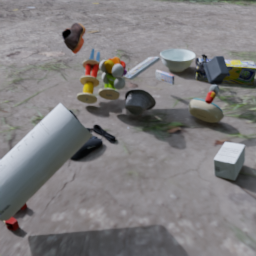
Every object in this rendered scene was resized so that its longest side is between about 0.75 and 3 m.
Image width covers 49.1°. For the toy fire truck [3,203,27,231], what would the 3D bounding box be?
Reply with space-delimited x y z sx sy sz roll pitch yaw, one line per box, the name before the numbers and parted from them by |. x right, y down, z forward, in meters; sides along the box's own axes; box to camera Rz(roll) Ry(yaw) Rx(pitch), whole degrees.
toy fire truck | -2.840 1.940 6.677 1.019 0.248 0.719 17 37 23

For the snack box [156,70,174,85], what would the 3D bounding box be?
snack box | 1.490 -2.055 11.400 0.125 0.370 1.030 -21 32 -28

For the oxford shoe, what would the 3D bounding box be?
oxford shoe | -2.110 -3.632 10.718 0.720 0.707 1.986 34 28 -33

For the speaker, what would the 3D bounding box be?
speaker | -1.946 0.668 5.895 2.514 1.021 1.021 -46 47 -7

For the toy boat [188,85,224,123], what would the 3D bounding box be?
toy boat | 2.781 -0.815 9.671 1.280 1.523 0.708 25 67 15

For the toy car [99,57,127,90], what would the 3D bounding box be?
toy car | -0.401 -1.876 9.466 0.934 1.067 0.800 29 53 36

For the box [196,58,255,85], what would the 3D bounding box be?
box | 4.487 -2.645 13.010 2.559 0.823 0.897 5 34 9

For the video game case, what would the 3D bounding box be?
video game case | 0.469 -2.211 10.400 1.276 0.147 1.163 -35 18 -4

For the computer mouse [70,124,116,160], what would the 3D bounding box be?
computer mouse | -1.349 0.326 8.960 1.702 0.392 1.195 -25 42 -33

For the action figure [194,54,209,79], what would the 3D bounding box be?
action figure | 3.208 -2.518 11.720 0.854 0.733 1.437 -31 28 25

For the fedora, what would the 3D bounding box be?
fedora | 0.326 -0.833 9.987 1.217 1.076 0.549 -1 52 46

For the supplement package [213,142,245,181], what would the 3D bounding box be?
supplement package | 2.840 0.911 7.828 0.575 0.582 0.960 9 33 36

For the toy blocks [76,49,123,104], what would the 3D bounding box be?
toy blocks | -1.023 -2.163 10.865 1.862 0.811 2.234 -7 66 30

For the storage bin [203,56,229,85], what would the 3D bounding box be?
storage bin | 3.355 -2.180 10.410 0.699 0.645 0.961 -5 72 -20

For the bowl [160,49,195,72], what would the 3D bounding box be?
bowl | 2.443 -3.321 14.051 1.738 0.781 1.738 1 34 0
